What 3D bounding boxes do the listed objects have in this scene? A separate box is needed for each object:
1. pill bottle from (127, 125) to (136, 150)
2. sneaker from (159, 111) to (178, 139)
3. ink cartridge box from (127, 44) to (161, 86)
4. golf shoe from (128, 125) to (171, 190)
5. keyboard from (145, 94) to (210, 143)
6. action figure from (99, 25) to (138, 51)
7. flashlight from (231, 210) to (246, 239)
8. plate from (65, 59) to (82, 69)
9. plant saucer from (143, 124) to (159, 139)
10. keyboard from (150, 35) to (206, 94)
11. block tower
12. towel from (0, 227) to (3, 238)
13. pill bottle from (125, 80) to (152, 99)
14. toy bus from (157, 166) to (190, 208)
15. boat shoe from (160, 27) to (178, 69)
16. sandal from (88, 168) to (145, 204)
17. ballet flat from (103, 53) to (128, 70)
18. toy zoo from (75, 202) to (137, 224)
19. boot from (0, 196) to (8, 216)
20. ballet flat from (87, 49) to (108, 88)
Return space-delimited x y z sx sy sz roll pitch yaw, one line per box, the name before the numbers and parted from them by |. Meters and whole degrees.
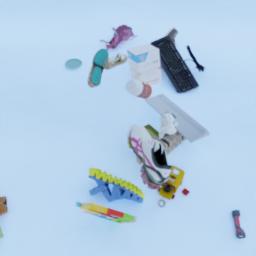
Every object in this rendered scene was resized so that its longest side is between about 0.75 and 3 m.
pill bottle | 0.230 0.338 9.788 0.528 0.936 0.528 0 50 0
sneaker | 1.111 -0.105 8.226 0.536 0.578 1.426 -20 10 17
ink cartridge box | 0.689 -2.540 11.846 1.043 1.623 1.016 -20 35 -15
golf shoe | 0.651 0.604 7.669 0.750 0.951 2.066 10 40 -32
keyboard | 1.705 -0.446 10.267 0.829 0.157 2.947 -25 44 -17
action figure | -0.561 -4.348 13.923 1.281 1.152 1.720 42 66 -19
flashlight | 3.232 2.801 8.185 0.272 0.273 0.804 2 51 5
plate | -2.548 -2.962 13.063 0.807 0.103 0.807 1 50 -1
plant saucer | 0.735 0.259 10.271 0.767 0.184 0.768 -25 53 -35
keyboard | 2.300 -2.914 12.274 1.780 0.288 2.801 -24 75 -14
block tower | 1.245 0.563 9.785 2.188 0.591 0.633 -35 51 -25
towel | -4.459 2.525 7.842 1.341 0.213 1.867 -18 61 -40
pill bottle | 0.347 -1.281 9.227 0.549 0.549 0.979 42 19 29
toy bus | 1.337 1.755 8.837 1.098 0.601 1.164 -12 51 -10
boat shoe | 1.785 -3.753 13.173 0.771 0.931 2.592 31 61 7
sandal | -0.438 1.939 8.711 1.951 0.775 0.849 21 86 10
ballet flat | -0.358 -2.201 9.044 0.381 0.353 1.081 39 53 14
toy zoo | -0.688 2.329 7.688 1.599 1.049 0.164 22 62 -16
boot | -4.226 2.243 8.555 0.948 0.451 1.225 -19 65 -14
ballet flat | -1.029 -1.926 9.113 0.528 0.488 1.496 29 60 -22
